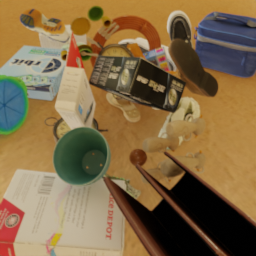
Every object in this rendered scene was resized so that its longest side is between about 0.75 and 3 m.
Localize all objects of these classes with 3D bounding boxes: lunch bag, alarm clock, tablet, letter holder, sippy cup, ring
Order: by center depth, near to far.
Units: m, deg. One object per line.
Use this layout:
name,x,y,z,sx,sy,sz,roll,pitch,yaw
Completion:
letter holder,0.785,1.228,4.188,1.177,1.664,2.341,-49,30,-1
alarm clock,-0.355,-1.595,7.902,1.106,0.546,1.639,-5,84,-17
alarm clock,-1.624,0.103,8.020,1.862,0.620,1.256,25,48,19
sippy cup,-4.186,-0.733,8.359,1.621,1.736,2.211,7,8,24
ring,-0.056,-2.546,9.587,2.528,2.528,0.243,-9,43,-9
lunch bag,3.985,-3.497,11.068,2.899,1.918,1.970,20,46,20
tablet,1.063,-3.242,12.105,2.654,0.181,1.727,26,49,27

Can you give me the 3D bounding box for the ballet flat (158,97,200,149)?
ballet flat,1.646,-0.364,8.439,0.900,0.900,2.507,17,44,18

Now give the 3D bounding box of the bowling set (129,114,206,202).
bowling set,0.885,0.637,6.227,1.185,2.207,1.536,-6,20,-35

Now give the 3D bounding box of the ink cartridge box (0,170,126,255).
ink cartridge box,-1.273,1.837,5.532,2.342,1.003,1.729,8,34,-3

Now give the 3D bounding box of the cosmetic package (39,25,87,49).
cosmetic package,-2.926,-4.112,12.651,2.013,0.745,1.023,-9,43,-8

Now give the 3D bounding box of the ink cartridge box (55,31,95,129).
ink cartridge box,-1.149,-0.956,6.873,0.472,2.110,1.859,8,75,2

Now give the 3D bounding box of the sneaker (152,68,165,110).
sneaker,0.814,-1.091,7.591,0.512,0.544,1.328,-1,53,12

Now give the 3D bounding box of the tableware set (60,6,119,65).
tableware set,-1.270,-2.706,8.493,1.979,1.333,0.304,-37,53,20

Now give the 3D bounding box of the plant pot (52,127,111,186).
plant pot,-0.816,0.621,5.581,1.126,0.758,1.126,-4,72,13

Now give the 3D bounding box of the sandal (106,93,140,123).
sandal,-0.152,-0.939,9.222,0.669,0.600,1.824,-21,46,-22

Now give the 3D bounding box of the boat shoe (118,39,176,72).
boat shoe,0.510,-2.617,10.924,2.781,0.972,0.921,30,52,22

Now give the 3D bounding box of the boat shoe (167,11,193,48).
boat shoe,1.779,-2.731,9.324,0.778,2.168,0.735,-9,42,7

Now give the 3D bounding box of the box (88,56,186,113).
box,0.171,-1.066,6.713,1.495,0.786,1.825,19,2,-38

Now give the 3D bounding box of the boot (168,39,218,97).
boot,1.420,-1.366,6.793,0.707,1.874,0.690,10,65,52

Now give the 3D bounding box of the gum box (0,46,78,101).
gum box,-3.444,-2.151,10.570,2.289,0.600,2.694,8,43,8

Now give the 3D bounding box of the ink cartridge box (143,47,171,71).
ink cartridge box,0.540,-1.789,9.296,1.728,1.179,0.660,-16,29,13

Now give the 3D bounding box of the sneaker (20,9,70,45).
sneaker,-2.567,-3.038,8.620,1.776,0.783,0.668,31,79,21

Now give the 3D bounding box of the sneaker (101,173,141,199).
sneaker,-0.228,1.396,6.810,1.289,0.496,0.571,36,43,25

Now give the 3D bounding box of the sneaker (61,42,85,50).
sneaker,-2.367,-3.370,12.059,1.104,0.406,0.651,-3,36,11

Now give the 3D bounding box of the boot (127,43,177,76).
boot,0.465,-1.949,8.512,1.862,1.333,0.655,-13,0,2
